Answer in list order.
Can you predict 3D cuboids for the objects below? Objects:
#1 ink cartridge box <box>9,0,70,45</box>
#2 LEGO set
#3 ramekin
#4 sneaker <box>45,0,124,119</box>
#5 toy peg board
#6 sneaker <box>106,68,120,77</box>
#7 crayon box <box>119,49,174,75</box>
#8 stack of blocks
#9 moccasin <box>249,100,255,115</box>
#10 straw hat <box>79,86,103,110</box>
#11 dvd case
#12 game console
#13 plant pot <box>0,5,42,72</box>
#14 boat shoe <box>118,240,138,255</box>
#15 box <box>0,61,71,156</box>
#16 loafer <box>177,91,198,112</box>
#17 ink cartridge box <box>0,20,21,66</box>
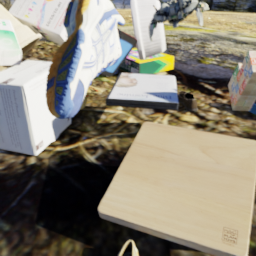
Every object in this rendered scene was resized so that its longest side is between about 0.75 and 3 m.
[{"bbox_3d":[-2.361,-3.804,9.458,2.812,1.619,0.954,26,-7,15],"label":"ink cartridge box"},{"bbox_3d":[1.470,-3.211,7.062,2.535,0.718,1.646,-49,43,-10],"label":"LEGO set"},{"bbox_3d":[0.801,-3.847,10.864,1.078,2.314,2.314,-8,27,8],"label":"ramekin"},{"bbox_3d":[-0.561,-1.173,4.546,1.063,2.411,0.908,27,-25,-37],"label":"sneaker"},{"bbox_3d":[1.137,1.322,5.760,2.538,1.241,2.527,10,45,21],"label":"toy peg board"},{"bbox_3d":[-0.729,-2.819,13.928,0.617,0.426,1.109,-3,21,13],"label":"sneaker"},{"bbox_3d":[0.680,-3.561,14.938,2.302,0.778,2.669,-18,33,-32],"label":"crayon box"},{"bbox_3d":[3.094,-1.246,7.237,0.460,1.569,0.903,2,60,2],"label":"stack of blocks"},{"bbox_3d":[4.656,-0.816,10.089,0.549,0.648,1.611,-22,46,-12],"label":"moccasin"},{"bbox_3d":[-1.943,-1.124,10.326,2.026,0.857,2.026,13,14,-3],"label":"straw hat"},{"bbox_3d":[0.488,-1.161,8.376,1.900,0.234,2.664,5,26,5],"label":"dvd case"},{"bbox_3d":[-0.463,-2.242,9.090,0.986,1.661,1.432,29,26,-22],"label":"game console"},{"bbox_3d":[-4.485,-2.868,8.174,2.789,2.553,2.789,-33,21,14],"label":"plant pot"},{"bbox_3d":[-0.147,2.320,4.266,0.483,0.513,1.348,5,29,10],"label":"boat shoe"},{"bbox_3d":[-2.800,-0.660,8.121,1.375,2.104,2.093,8,29,15],"label":"box"},{"bbox_3d":[2.300,-1.133,10.674,0.546,0.534,1.497,-5,29,-10],"label":"loafer"},{"bbox_3d":[-2.603,-1.434,4.591,1.446,0.362,1.164,-6,45,-29],"label":"ink cartridge box"}]
